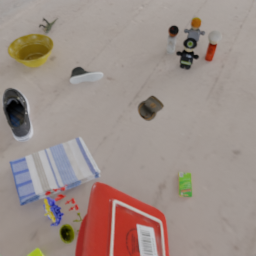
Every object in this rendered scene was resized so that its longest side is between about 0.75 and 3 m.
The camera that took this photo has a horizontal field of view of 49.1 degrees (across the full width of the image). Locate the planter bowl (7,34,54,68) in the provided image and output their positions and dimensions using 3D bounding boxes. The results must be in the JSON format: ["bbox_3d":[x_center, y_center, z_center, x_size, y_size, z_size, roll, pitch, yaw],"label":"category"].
[{"bbox_3d":[-4.471,-3.471,13.200,2.080,0.866,2.080,0,51,0],"label":"planter bowl"}]

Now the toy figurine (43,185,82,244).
[{"bbox_3d":[-2.122,2.597,8.600,0.883,1.003,1.674,-29,100,-38],"label":"toy figurine"}]

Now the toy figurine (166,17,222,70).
[{"bbox_3d":[3.011,-4.082,13.253,2.207,1.535,2.172,-21,55,-15],"label":"toy figurine"}]

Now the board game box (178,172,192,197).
[{"bbox_3d":[1.917,1.917,9.414,0.428,0.134,0.897,4,49,4],"label":"board game box"}]

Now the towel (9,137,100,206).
[{"bbox_3d":[-2.512,1.361,9.548,2.703,0.322,1.985,-19,48,-18],"label":"towel"}]

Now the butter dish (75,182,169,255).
[{"bbox_3d":[-0.396,3.297,7.227,2.795,2.072,2.803,32,37,-28],"label":"butter dish"}]

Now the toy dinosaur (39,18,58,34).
[{"bbox_3d":[-4.414,-5.610,15.226,0.684,0.368,1.552,20,53,-3],"label":"toy dinosaur"}]

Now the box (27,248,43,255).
[{"bbox_3d":[-2.484,3.992,7.684,0.690,0.270,1.131,-34,58,-23],"label":"box"}]

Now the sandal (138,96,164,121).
[{"bbox_3d":[0.595,-0.483,8.359,0.660,1.614,0.441,39,74,-5],"label":"sandal"}]

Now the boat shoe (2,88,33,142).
[{"bbox_3d":[-4.462,-0.755,10.995,0.997,0.944,2.850,-17,54,-13],"label":"boat shoe"}]

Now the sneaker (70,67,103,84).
[{"bbox_3d":[-1.897,-2.472,12.612,1.499,0.530,0.743,-10,57,-2],"label":"sneaker"}]
